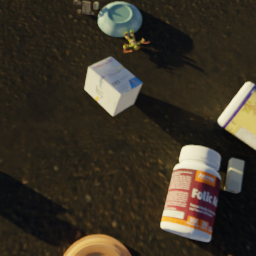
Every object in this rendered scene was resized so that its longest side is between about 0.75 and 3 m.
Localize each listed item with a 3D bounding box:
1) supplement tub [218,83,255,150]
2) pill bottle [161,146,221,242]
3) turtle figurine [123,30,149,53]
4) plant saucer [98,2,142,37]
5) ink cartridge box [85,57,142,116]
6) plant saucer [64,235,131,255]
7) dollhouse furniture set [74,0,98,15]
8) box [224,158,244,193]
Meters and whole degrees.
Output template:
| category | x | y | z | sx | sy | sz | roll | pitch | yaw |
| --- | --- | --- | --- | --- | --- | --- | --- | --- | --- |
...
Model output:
| category | x | y | z | sx | sy | sz | roll | pitch | yaw |
| --- | --- | --- | --- | --- | --- | --- | --- | --- | --- |
| supplement tub | 5.130 | -0.190 | 10.656 | 2.787 | 2.026 | 2.026 | 37 | 73 | 14 |
| pill bottle | 2.289 | 2.258 | 9.833 | 1.691 | 1.691 | 2.962 | 15 | 69 | 6 |
| turtle figurine | 0.280 | -4.039 | 13.080 | 1.269 | 0.409 | 1.023 | -23 | 78 | -2 |
| plant saucer | -0.406 | -5.432 | 13.656 | 2.200 | 0.423 | 2.200 | 0 | 68 | -1 |
| ink cartridge box | -0.651 | -1.708 | 11.466 | 1.819 | 1.315 | 1.339 | 44 | 52 | 16 |
| plant saucer | -1.067 | 5.030 | 9.409 | 2.685 | 0.433 | 2.685 | 0 | 68 | 1 |
| dollhouse furniture set | -2.084 | -5.985 | 13.897 | 1.116 | 0.578 | 0.494 | 10 | 28 | 4 |
| box | 4.058 | 1.823 | 10.706 | 0.508 | 0.422 | 1.235 | 16 | 68 | 7 |
